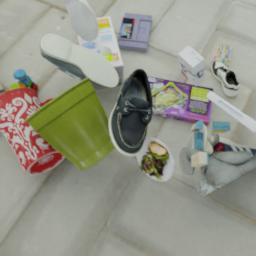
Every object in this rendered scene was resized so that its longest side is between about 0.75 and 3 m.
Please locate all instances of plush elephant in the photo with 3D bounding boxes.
[{"bbox_3d":[2.526,0.856,8.387,2.326,1.916,1.801,-16,67,-30],"label":"plush elephant"}]

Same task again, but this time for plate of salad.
[{"bbox_3d":[0.663,0.878,7.457,1.280,1.280,0.307,44,44,20],"label":"plate of salad"}]

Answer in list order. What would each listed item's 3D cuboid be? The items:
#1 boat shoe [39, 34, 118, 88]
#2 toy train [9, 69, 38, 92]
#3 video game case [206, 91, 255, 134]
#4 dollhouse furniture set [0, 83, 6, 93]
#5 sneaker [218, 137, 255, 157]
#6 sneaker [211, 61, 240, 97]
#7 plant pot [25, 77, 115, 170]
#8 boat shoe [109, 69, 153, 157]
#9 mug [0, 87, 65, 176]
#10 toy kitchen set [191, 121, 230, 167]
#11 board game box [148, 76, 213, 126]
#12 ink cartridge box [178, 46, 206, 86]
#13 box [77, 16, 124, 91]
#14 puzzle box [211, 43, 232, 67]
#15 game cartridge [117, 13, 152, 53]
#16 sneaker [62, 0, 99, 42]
[{"bbox_3d":[-1.629,-2.120,9.409,2.785,0.861,1.014,25,67,-21],"label":"boat shoe"},{"bbox_3d":[-4.050,-1.188,10.330,0.773,1.057,1.827,8,62,5],"label":"toy train"},{"bbox_3d":[3.549,-0.097,7.999,0.272,2.296,2.090,-56,34,15],"label":"video game case"},{"bbox_3d":[-4.948,-1.240,10.749,0.557,0.560,0.795,-26,95,-12],"label":"dollhouse furniture set"},{"bbox_3d":[3.713,1.041,9.344,2.214,0.830,0.936,14,65,17],"label":"sneaker"},{"bbox_3d":[3.867,-2.081,10.971,0.661,0.766,1.748,-19,62,-8],"label":"sneaker"},{"bbox_3d":[-1.489,0.022,8.423,2.246,2.246,2.163,-37,100,-18],"label":"plant pot"},{"bbox_3d":[0.194,-0.557,7.421,1.039,0.922,2.781,22,46,-9],"label":"boat shoe"},{"bbox_3d":[-3.047,0.005,9.340,2.268,1.704,2.555,-33,70,-3],"label":"mug"},{"bbox_3d":[2.108,0.388,6.985,0.928,0.683,1.159,3,77,-2],"label":"toy kitchen set"},{"bbox_3d":[1.853,-1.049,10.668,2.586,0.418,1.552,13,59,7],"label":"board game box"},{"bbox_3d":[2.112,-2.027,9.254,0.466,1.117,0.811,-37,60,-1],"label":"ink cartridge box"},{"bbox_3d":[-1.142,-2.923,11.073,1.477,1.331,2.625,-10,63,-6],"label":"box"},{"bbox_3d":[3.970,-3.108,11.854,0.716,0.137,1.077,15,64,9],"label":"puzzle box"},{"bbox_3d":[0.295,-4.243,12.344,1.323,0.392,2.041,9,63,0],"label":"game cartridge"},{"bbox_3d":[-1.772,-4.356,9.854,0.969,2.575,1.139,-20,32,18],"label":"sneaker"}]
